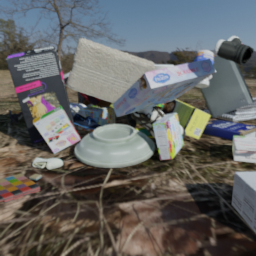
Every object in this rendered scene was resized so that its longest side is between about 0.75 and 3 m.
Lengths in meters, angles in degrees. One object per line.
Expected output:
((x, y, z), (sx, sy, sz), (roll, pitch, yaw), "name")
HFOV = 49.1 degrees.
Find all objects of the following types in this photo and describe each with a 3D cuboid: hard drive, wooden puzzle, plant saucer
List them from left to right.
((-2.652, 1.343, 6.181), (1.675, 0.118, 0.993), (-13, 19, -43), "wooden puzzle")
((-0.412, 0.383, 8.396), (2.425, 0.609, 2.425), (-3, 21, 1), "plant saucer")
((0.200, -1.185, 12.074), (2.083, 0.499, 2.080), (35, 60, 15), "plant saucer")
((3.727, -1.852, 11.348), (1.753, 2.511, 0.413), (-25, -4, 44), "hard drive")

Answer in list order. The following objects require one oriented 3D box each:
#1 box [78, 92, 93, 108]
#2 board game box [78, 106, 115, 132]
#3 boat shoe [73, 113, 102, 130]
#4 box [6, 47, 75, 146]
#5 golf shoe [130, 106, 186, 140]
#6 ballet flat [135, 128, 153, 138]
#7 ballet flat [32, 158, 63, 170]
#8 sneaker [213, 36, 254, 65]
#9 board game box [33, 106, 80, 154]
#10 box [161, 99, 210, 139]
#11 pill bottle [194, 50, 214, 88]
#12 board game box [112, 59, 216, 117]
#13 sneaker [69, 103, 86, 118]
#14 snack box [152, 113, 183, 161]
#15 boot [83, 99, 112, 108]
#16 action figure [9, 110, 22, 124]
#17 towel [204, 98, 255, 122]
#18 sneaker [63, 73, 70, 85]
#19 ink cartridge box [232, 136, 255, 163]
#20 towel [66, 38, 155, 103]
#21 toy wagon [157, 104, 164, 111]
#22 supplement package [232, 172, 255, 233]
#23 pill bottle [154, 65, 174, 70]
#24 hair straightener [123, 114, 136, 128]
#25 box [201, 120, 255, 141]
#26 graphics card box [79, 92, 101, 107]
((-2.382, -2.046, 16.416), (0.737, 1.868, 1.318), (-8, 16, -30), "box")
((-1.314, -0.458, 11.958), (0.856, 0.871, 1.662), (8, 16, 24), "board game box")
((-1.556, -0.245, 10.685), (1.414, 0.485, 0.595), (16, 1, 20), "boat shoe")
((-2.882, -1.155, 9.595), (1.541, 2.905, 1.776), (-13, 22, -11), "box")
((0.866, -0.281, 9.620), (2.384, 0.927, 1.127), (31, -15, 33), "golf shoe")
((0.831, 0.118, 10.407), (1.554, 0.519, 0.521), (-7, 12, -19), "ballet flat")
((-2.158, 0.979, 7.450), (0.899, 0.312, 0.312), (1, 13, 23), "ballet flat")
((2.638, -1.818, 6.698), (0.738, 0.526, 1.489), (31, 33, 25), "sneaker")
((-2.130, 0.076, 8.443), (0.937, 1.224, 0.247), (-28, 32, -6), "board game box")
((2.043, -0.468, 10.765), (0.675, 1.014, 2.695), (22, 8, -19), "box")
((2.426, -1.897, 9.117), (0.620, 1.106, 0.620), (8, -10, 1), "pill bottle")
((0.913, -1.070, 7.765), (2.144, 0.442, 2.149), (-18, -8, -29), "board game box")
((-2.424, -0.757, 13.154), (1.533, 0.843, 2.093), (-14, 12, -23), "sneaker")
((1.228, 0.216, 8.361), (0.401, 1.076, 1.513), (-8, 9, 25), "snack box")
((-1.268, -1.035, 11.340), (0.608, 0.623, 1.652), (-30, 13, -39), "boot")
((-4.356, -0.732, 12.876), (2.044, 1.043, 1.215), (-9, 5, -25), "action figure")
((5.368, -1.089, 14.211), (2.467, 1.056, 2.043), (-7, 15, -28), "towel")
((-2.390, -2.356, 14.397), (2.120, 1.207, 0.800), (-19, -1, 7), "sneaker")
((3.526, 0.657, 8.229), (0.833, 0.479, 1.423), (5, 14, 18), "ink cartridge box")
((-0.530, -1.640, 8.773), (2.533, 1.679, 0.437), (18, 30, -8), "towel")
((1.116, -1.008, 13.225), (2.578, 0.510, 2.000), (27, 20, 27), "toy wagon")
((2.601, 1.336, 4.915), (1.016, 0.723, 1.305), (-1, 14, -4), "supplement package")
((1.780, -2.044, 14.938), (1.455, 2.557, 1.455), (0, 14, 0), "pill bottle")
((-0.207, -0.988, 11.230), (0.568, 1.069, 2.778), (-25, 48, 24), "hair straightener")
((3.731, 0.048, 11.001), (1.453, 0.389, 2.398), (-12, 17, -40), "box")
((-1.023, -1.379, 9.457), (0.729, 1.161, 0.295), (42, 16, -5), "graphics card box")
